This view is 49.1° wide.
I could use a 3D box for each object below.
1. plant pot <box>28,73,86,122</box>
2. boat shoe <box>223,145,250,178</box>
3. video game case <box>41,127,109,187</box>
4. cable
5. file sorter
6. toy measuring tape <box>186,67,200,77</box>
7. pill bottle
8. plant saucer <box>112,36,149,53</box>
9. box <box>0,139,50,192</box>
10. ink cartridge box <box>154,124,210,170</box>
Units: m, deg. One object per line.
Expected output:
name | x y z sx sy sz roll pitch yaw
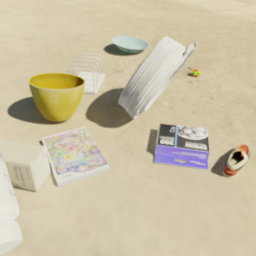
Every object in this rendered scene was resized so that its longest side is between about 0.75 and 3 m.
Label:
plant pot | -2.223 -0.924 8.885 1.717 1.219 1.717 4 27 -2
boat shoe | 2.911 0.793 7.425 0.475 0.418 1.336 25 43 30
video game case | -1.510 0.705 7.746 1.370 0.172 1.914 -16 40 -20
cable | 0.749 -1.507 8.628 0.910 2.629 2.630 40 61 4
file sorter | -1.610 -2.127 10.808 1.092 0.980 1.574 6 37 7
toy measuring tape | 2.674 -2.352 11.659 0.304 0.304 0.828 -23 44 -27
pill bottle | -2.874 1.385 5.450 1.208 1.208 2.131 -18 65 -23
plant saucer | 0.085 -4.033 13.709 1.826 0.352 1.826 7 35 -5
box | -3.153 0.848 6.948 2.225 0.914 0.761 7 34 12
ink cartridge box | 1.526 0.476 7.915 1.469 0.322 1.483 7 39 6
